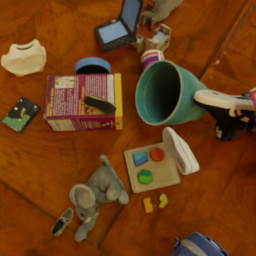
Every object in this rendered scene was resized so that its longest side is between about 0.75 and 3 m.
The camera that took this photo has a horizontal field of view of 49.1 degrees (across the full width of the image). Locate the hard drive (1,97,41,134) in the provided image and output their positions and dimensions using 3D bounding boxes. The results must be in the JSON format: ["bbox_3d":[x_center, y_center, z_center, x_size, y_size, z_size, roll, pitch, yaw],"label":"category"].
[{"bbox_3d":[-3.883,-0.474,10.197,0.850,0.230,1.217,27,67,12],"label":"hard drive"}]

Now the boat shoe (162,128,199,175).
[{"bbox_3d":[1.489,0.657,8.048,0.524,0.577,1.568,-2,54,-27],"label":"boat shoe"}]

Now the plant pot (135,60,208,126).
[{"bbox_3d":[1.634,-1.011,9.353,1.932,2.056,2.056,7,58,-38],"label":"plant pot"}]

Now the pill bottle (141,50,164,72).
[{"bbox_3d":[0.997,-2.106,10.594,0.880,0.880,1.566,-4,65,-2],"label":"pill bottle"}]

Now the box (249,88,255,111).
[{"bbox_3d":[4.692,-0.440,7.887,2.430,1.175,2.137,-24,93,-45],"label":"box"}]

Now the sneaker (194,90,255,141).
[{"bbox_3d":[2.977,-0.268,8.910,2.714,1.518,0.991,4,27,-33],"label":"sneaker"}]

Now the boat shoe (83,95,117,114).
[{"bbox_3d":[-0.861,-0.787,8.783,1.086,0.411,0.401,24,26,-4],"label":"boat shoe"}]

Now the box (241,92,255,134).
[{"bbox_3d":[4.765,-0.599,9.994,1.237,0.707,1.358,-8,65,-4],"label":"box"}]

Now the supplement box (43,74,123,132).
[{"bbox_3d":[-1.464,-0.843,9.744,2.535,1.308,1.659,-1,69,-1],"label":"supplement box"}]

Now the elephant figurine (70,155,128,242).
[{"bbox_3d":[-1.118,2.149,8.489,1.977,1.399,1.534,-29,38,4],"label":"elephant figurine"}]

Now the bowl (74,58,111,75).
[{"bbox_3d":[-1.280,-2.024,10.116,1.312,1.312,0.258,-4,67,-2],"label":"bowl"}]

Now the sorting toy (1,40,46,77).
[{"bbox_3d":[-4.039,-2.903,11.064,1.642,0.877,1.478,-15,58,-6],"label":"sorting toy"}]

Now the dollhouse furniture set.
[{"bbox_3d":[0.787,-3.629,11.225,1.461,1.024,1.030,33,69,14],"label":"dollhouse furniture set"}]

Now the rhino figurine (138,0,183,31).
[{"bbox_3d":[1.301,-5.174,12.065,1.223,0.836,2.798,37,72,16],"label":"rhino figurine"}]

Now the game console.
[{"bbox_3d":[-0.449,-4.241,10.831,1.975,1.360,2.291,-22,44,0],"label":"game console"}]

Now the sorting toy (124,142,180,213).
[{"bbox_3d":[0.856,1.575,9.206,1.619,0.291,2.173,-11,66,-5],"label":"sorting toy"}]

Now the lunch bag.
[{"bbox_3d":[2.072,3.909,7.376,1.602,1.645,2.421,-40,70,-18],"label":"lunch bag"}]

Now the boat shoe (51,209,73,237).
[{"bbox_3d":[-2.021,2.895,8.602,0.329,0.278,0.923,27,68,12],"label":"boat shoe"}]
